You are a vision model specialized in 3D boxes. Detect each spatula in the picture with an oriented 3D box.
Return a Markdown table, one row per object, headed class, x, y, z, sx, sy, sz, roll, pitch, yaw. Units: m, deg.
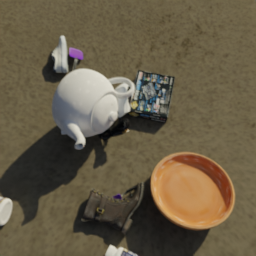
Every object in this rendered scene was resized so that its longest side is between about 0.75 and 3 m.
| class | x | y | z | sx | sy | sz | roll | pitch | yaw |
| --- | --- | --- | --- | --- | --- | --- | --- | --- | --- |
| spatula | -0.108 | 2.386 | 10.254 | 1.109 | 0.313 | 0.114 | -30 | 27 | -20 |
| spatula | -2.398 | -2.722 | 12.611 | 0.649 | 0.236 | 2.297 | 11 | 61 | -23 |

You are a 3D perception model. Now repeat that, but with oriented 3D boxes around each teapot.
| class | x | y | z | sx | sy | sz | roll | pitch | yaw |
| --- | --- | --- | --- | --- | --- | --- | --- | --- | --- |
| teapot | -1.252 | -0.779 | 10.369 | 2.021 | 2.731 | 2.767 | 22 | 98 | 24 |

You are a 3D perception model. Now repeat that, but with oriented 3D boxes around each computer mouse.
| class | x | y | z | sx | sy | sz | roll | pitch | yaw |
| --- | --- | --- | --- | --- | --- | --- | --- | --- | --- |
| computer mouse | -0.405 | -0.857 | 11.325 | 1.480 | 0.592 | 2.699 | -20 | 49 | 40 |

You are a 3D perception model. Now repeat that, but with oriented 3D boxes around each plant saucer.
| class | x | y | z | sx | sy | sz | roll | pitch | yaw |
| --- | --- | --- | --- | --- | --- | --- | --- | --- | --- |
| plant saucer | 2.207 | 2.198 | 9.873 | 2.908 | 0.544 | 2.908 | 1 | 50 | -2 |

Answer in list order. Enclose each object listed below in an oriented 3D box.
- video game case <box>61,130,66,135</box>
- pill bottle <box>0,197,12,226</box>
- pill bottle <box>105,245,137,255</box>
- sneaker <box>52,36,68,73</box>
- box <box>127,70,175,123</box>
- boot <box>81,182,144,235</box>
| class | x | y | z | sx | sy | sz | roll | pitch | yaw |
| --- | --- | --- | --- | --- | --- | --- | --- | --- | --- |
| video game case | -2.407 | -0.212 | 11.564 | 0.709 | 0.089 | 0.991 | -5 | 64 | -3 |
| pill bottle | -4.949 | 2.773 | 9.652 | 1.591 | 0.921 | 0.921 | 10 | 65 | 4 |
| pill bottle | -0.105 | 4.327 | 9.011 | 1.301 | 0.723 | 0.723 | 23 | 66 | 11 |
| sneaker | -3.138 | -3.371 | 12.750 | 0.690 | 0.712 | 1.950 | -4 | 65 | -6 |
| box | 1.001 | -1.367 | 11.898 | 1.682 | 0.487 | 2.116 | 11 | 65 | 5 |
| boot | -0.519 | 2.578 | 9.870 | 1.809 | 0.719 | 2.077 | 22 | 68 | 10 |
